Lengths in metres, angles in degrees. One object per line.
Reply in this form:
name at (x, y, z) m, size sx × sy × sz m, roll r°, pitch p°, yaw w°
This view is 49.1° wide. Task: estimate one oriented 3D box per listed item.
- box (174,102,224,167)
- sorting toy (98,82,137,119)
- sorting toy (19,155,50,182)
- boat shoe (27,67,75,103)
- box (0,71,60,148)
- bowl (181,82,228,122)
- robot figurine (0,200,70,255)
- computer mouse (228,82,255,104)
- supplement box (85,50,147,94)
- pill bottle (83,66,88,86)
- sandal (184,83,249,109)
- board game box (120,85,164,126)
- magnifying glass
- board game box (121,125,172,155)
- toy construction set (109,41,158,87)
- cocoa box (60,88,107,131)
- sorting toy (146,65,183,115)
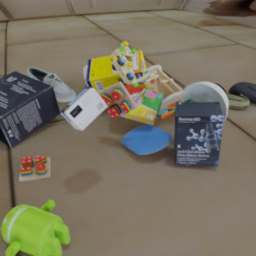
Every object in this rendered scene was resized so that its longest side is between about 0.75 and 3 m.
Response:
box at (2.200, 0.209, 9.013) m, size 1.410 × 1.899 × 1.017 m, roll 0°, pitch 29°, yaw 8°
sorting toy at (-0.416, -0.857, 9.390) m, size 1.063 × 1.056 × 0.370 m, roll -18°, pitch 27°, yaw 38°
sorting toy at (-3.002, 1.237, 8.997) m, size 0.923 × 0.323 × 0.929 m, roll -7°, pitch 34°, yaw -11°
boat shoe at (-3.718, -2.087, 13.202) m, size 2.805 × 0.999 × 0.979 m, roll 25°, pitch 48°, yaw 19°
box at (-4.433, -0.820, 10.853) m, size 2.420 × 1.445 × 2.461 m, roll 23°, pitch 49°, yaw 31°
bowl at (2.687, -0.897, 9.463) m, size 1.695 × 1.695 × 0.762 m, roll 23°, pitch 47°, yaw 31°
robot figurine at (-2.225, 2.422, 6.615) m, size 1.671 × 0.966 × 1.466 m, roll 14°, pitch 39°, yaw 19°
computer mouse at (6.010, -1.829, 12.841) m, size 1.743 × 0.571 × 2.482 m, roll -44°, pitch 49°, yaw -13°
supplement box at (-0.442, -2.206, 11.901) m, size 2.364 × 1.295 × 1.287 m, roll -7°, pitch 54°, yaw 11°
pill bottle at (-0.859, -2.818, 14.135) m, size 2.593 × 1.456 × 1.456 m, roll -17°, pitch 37°, yaw -23°
sandal at (4.060, -1.623, 12.861) m, size 2.952 × 0.842 × 1.172 m, roll 15°, pitch 36°, yaw 22°
board game box at (0.330, -0.914, 10.601) m, size 1.739 × 0.351 × 1.330 m, roll 15°, pitch 61°, yaw 14°
magnifying glass at (1.710, -0.620, 9.729) m, size 1.362 × 0.153 × 0.542 m, roll -28°, pitch 28°, yaw 38°
board game box at (0.660, 0.529, 9.981) m, size 1.463 × 0.361 × 1.852 m, roll -29°, pitch 32°, yaw -23°
toy construction set at (0.110, -2.209, 10.204) m, size 1.987 × 0.915 × 1.303 m, roll 47°, pitch 39°, yaw 12°
cocoa box at (-1.164, -0.486, 7.283) m, size 0.962 × 0.641 × 0.631 m, roll -47°, pitch 23°, yaw -17°
sorting toy at (0.852, -1.317, 11.965) m, size 2.452 × 1.455 × 2.723 m, roll -15°, pitch 38°, yaw -13°
